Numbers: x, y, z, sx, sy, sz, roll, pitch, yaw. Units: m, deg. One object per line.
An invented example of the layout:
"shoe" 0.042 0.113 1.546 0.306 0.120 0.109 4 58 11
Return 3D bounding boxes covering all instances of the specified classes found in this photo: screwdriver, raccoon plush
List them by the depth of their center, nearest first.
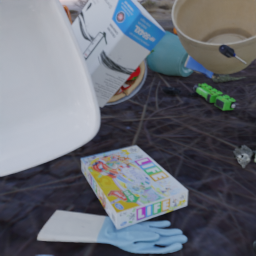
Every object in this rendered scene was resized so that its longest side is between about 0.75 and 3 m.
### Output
"screwdriver" 2.169 -1.450 5.615 1.436 0.209 0.200 -3 41 -48
"raccoon plush" 3.286 0.780 7.549 0.869 0.420 0.582 -5 35 -10

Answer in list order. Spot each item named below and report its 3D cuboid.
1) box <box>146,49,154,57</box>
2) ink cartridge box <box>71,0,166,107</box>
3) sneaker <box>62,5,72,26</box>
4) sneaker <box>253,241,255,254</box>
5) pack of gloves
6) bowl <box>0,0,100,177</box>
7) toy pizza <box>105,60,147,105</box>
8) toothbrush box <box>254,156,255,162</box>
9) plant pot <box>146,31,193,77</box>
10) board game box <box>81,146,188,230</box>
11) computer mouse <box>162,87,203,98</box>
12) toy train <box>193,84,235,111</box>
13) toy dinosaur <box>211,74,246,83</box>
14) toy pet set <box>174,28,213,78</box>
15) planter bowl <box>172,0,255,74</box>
"box" 0.224 -3.788 11.243 0.667 1.618 2.759 -24 -4 21
"ink cartridge box" -0.539 -1.829 6.196 0.944 2.238 1.634 16 35 -49
"sneaker" -2.409 -4.206 11.151 0.477 1.307 0.504 -2 33 -2
"sneaker" 2.439 2.204 4.500 0.976 0.562 1.871 20 28 35
"pack of gloves" -0.321 2.255 4.653 2.690 0.531 2.260 3 12 7
"bowl" -1.995 -0.747 4.434 2.783 2.786 1.040 -18 17 2
"toy pizza" -0.576 -1.590 7.498 2.143 0.339 2.143 -1 66 3
"toothbrush box" 4.217 0.421 7.462 1.482 1.079 0.638 -13 29 -24
"plant pot" 2.476 -3.749 14.863 2.244 2.244 2.108 -21 40 -36
"board game box" 0.011 1.195 6.445 1.593 0.405 2.369 -11 24 -23
"computer mouse" 2.371 -1.500 12.342 1.788 0.304 0.524 13 19 14
"toy train" 3.484 -1.301 11.562 0.663 0.490 2.350 -6 28 -19
"toy dinosaur" 4.947 -2.644 14.379 2.032 0.482 0.895 -8 43 -17
"toy pet set" 2.488 -2.735 9.096 2.017 1.883 1.071 19 8 -17
"planter bowl" 2.563 -2.529 7.359 2.594 1.746 2.594 -8 59 14
